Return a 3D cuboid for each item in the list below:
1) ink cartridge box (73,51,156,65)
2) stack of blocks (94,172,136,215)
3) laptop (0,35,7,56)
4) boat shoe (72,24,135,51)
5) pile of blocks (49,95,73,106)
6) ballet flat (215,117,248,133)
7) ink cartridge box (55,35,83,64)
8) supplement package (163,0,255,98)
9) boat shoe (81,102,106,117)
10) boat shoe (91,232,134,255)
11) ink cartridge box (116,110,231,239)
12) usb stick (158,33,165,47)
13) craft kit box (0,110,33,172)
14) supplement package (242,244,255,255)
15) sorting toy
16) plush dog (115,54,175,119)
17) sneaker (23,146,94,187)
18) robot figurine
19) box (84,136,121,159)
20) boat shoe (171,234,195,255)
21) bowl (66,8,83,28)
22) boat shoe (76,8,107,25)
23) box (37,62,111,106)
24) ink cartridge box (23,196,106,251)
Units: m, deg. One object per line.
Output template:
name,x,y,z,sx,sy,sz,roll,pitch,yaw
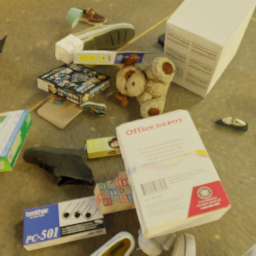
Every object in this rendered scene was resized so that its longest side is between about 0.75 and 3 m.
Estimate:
ink cartridge box,-0.445,-2.674,10.711,2.372,0.557,2.344,11,17,26
stack of blocks,-0.086,1.782,7.993,1.666,0.488,0.959,-4,51,-25
laptop,-6.285,-3.012,11.541,2.169,1.257,2.031,18,54,14
boat shoe,-1.171,-4.166,12.530,2.972,1.111,1.017,-19,60,-13
pile of blocks,-2.482,-1.050,10.363,0.955,0.297,0.392,-3,52,-2
ballet flat,3.664,-0.171,9.860,1.143,0.418,0.418,17,54,13
ink cartridge box,-2.381,-3.087,11.117,0.652,0.669,1.042,33,53,10
supplement package,2.850,-3.255,10.337,2.086,2.837,2.713,31,69,17
boat shoe,-1.252,-0.666,10.201,0.933,0.330,0.423,3,48,-16
boat shoe,-0.657,3.342,6.591,2.124,0.905,0.785,-38,77,-13
ink cartridge box,1.002,1.119,7.179,2.047,1.187,2.774,-13,56,-5
usb stick,2.391,-3.448,12.431,0.728,0.428,2.625,-34,60,-24
craft kit box,-4.492,0.424,8.582,2.514,0.618,2.546,-5,34,1
supplement package,2.921,3.589,5.543,1.423,2.566,1.999,23,55,17
sorting toy,-2.428,-0.714,10.411,1.329,0.262,1.436,29,62,21
plush dog,0.506,-1.659,10.298,1.938,2.256,1.810,15,20,0
sneaker,-2.165,1.236,8.577,2.299,0.690,1.199,1,50,-2
robot figurine,0.742,2.801,7.341,1.041,0.693,1.227,9,46,47
box,-0.713,0.624,9.268,1.438,0.360,0.541,-9,53,-6
boat shoe,0.847,3.760,6.479,0.927,1.015,2.821,19,62,8
bowl,-2.547,-5.200,13.032,0.470,0.898,0.898,34,54,-10
boat shoe,-1.915,-5.636,13.978,1.754,0.631,0.633,19,54,14
box,-2.024,-1.760,10.720,2.022,0.506,2.037,25,39,17
ink cartridge box,-1.736,2.580,7.671,2.109,0.466,0.992,-10,52,-8
